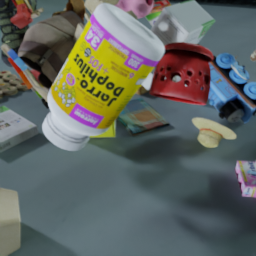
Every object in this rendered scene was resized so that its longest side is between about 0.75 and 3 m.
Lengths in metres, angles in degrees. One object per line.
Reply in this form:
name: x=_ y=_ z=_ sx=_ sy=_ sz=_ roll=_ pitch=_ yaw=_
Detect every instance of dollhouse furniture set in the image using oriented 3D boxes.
dollhouse furniture set: x=-2.624 y=-2.358 z=7.809 sx=0.975 sy=2.396 sz=1.290 roll=-15 pitch=38 yaw=18
dollhouse furniture set: x=-0.099 y=-2.437 z=6.478 sx=1.810 sy=1.601 sz=1.006 roll=-34 pitch=83 yaw=-32

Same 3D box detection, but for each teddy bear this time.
teddy bear: x=-1.991 y=-3.447 z=9.796 sx=0.717 sy=2.149 sz=1.558 roll=-1 pitch=9 yaw=42

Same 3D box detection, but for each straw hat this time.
straw hat: x=2.549 y=0.282 z=8.743 sx=1.434 sy=1.434 sz=0.607 roll=21 pitch=78 yaw=29

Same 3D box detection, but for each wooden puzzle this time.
wooden puzzle: x=-2.047 y=-0.959 z=6.028 sx=0.266 sy=2.274 sz=1.534 roll=-40 pitch=66 yaw=-9

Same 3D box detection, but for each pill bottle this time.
pill bottle: x=-0.581 y=-0.764 z=5.050 sx=1.322 sy=2.537 sz=1.322 roll=29 pitch=27 yaw=-16

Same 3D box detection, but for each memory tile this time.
memory tile: x=-5.856 y=-1.988 z=12.713 sx=2.675 sy=0.225 sz=2.051 roll=28 pitch=42 yaw=36

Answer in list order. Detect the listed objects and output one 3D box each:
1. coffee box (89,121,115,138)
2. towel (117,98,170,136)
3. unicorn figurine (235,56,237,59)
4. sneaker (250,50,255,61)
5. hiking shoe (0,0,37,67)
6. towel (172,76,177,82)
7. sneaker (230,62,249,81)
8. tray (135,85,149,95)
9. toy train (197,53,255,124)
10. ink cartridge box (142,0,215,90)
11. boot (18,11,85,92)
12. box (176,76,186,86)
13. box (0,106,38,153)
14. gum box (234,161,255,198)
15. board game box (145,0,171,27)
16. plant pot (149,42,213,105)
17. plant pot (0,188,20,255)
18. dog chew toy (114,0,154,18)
coffee box: x=-1.071 y=-0.514 z=9.418 sx=1.277 sy=1.279 sz=1.265 roll=-1 pitch=33 yaw=-2
towel: x=0.341 y=-0.476 z=10.351 sx=1.547 sy=0.229 sz=2.109 roll=-16 pitch=36 yaw=-22
unicorn figurine: x=4.215 y=-2.840 z=13.484 sx=1.943 sy=0.718 sz=1.335 roll=-32 pitch=29 yaw=11
sneaker: x=3.746 y=-1.496 z=7.184 sx=0.727 sy=1.925 sz=0.678 roll=-25 pitch=45 yaw=30
hiking shoe: x=-3.559 y=-3.150 z=8.300 sx=1.015 sy=1.349 sz=2.680 roll=-7 pitch=72 yaw=21
towel: x=2.059 y=-2.694 z=13.751 sx=1.132 sy=0.295 sz=1.709 roll=-23 pitch=39 yaw=-31
sneaker: x=3.792 y=-1.913 z=9.368 sx=0.763 sy=0.343 sz=0.299 roll=54 pitch=24 yaw=15
tray: x=0.115 y=-2.233 z=12.915 sx=1.158 sy=0.435 sz=2.348 roll=-27 pitch=40 yaw=-35
toy train: x=3.540 y=-1.427 z=10.249 sx=1.705 sy=1.293 sz=2.984 roll=-28 pitch=63 yaw=-7
ink cartridge box: x=1.375 y=-2.729 z=9.377 sx=1.143 sy=2.611 sz=1.898 roll=48 pitch=48 yaw=6
boot: x=-1.260 y=-1.601 z=7.165 sx=2.828 sy=0.993 sz=2.067 roll=37 pitch=60 yaw=-15
box: x=2.791 y=-1.840 z=11.964 sx=1.103 sy=0.770 sz=1.449 roll=-4 pitch=33 yaw=-6
box: x=-4.337 y=0.002 z=9.468 sx=2.182 sy=0.397 sz=1.575 roll=26 pitch=41 yaw=33
gum box: x=3.251 y=1.321 z=7.410 sx=0.616 sy=0.359 sz=1.085 roll=4 pitch=33 yaw=6
board game box: x=1.760 y=-4.081 z=11.577 sx=1.302 sy=2.725 sz=0.409 roll=12 pitch=68 yaw=47
plant pot: x=1.182 y=-1.170 z=6.140 sx=1.283 sy=1.168 sz=1.283 roll=10 pitch=2 yaw=0
plant pot: x=-2.825 y=1.952 z=5.709 sx=1.136 sy=1.283 sz=1.282 roll=-3 pitch=31 yaw=-25
dog chew toy: x=0.006 y=-4.334 z=9.756 sx=1.747 sy=1.088 sz=1.088 roll=7 pitch=30 yaw=39
